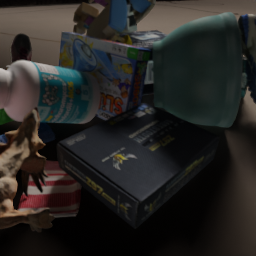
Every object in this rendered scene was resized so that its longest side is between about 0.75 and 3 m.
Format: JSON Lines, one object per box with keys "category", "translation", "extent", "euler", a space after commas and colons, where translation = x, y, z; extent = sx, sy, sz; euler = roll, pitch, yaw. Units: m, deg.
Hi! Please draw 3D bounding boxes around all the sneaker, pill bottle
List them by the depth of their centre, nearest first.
{"category": "pill bottle", "translation": [-1.917, -0.778, 6.431], "extent": [2.387, 1.323, 1.323], "euler": [0, 22, -44]}
{"category": "sneaker", "translation": [3.756, -1.839, 7.379], "extent": [1.213, 2.848, 1.097], "euler": [-8, -14, 11]}
{"category": "sneaker", "translation": [-2.860, -1.850, 7.813], "extent": [0.931, 1.611, 0.610], "euler": [10, 1, 44]}
{"category": "sneaker", "translation": [-0.603, -3.769, 9.261], "extent": [2.176, 1.217, 0.795], "euler": [14, 32, 40]}

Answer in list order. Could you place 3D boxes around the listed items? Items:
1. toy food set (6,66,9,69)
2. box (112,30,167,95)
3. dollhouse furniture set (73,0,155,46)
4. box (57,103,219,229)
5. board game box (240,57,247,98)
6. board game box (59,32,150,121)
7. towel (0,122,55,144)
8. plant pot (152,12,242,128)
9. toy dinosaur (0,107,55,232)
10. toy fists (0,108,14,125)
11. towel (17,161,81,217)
{"category": "toy food set", "translation": [-4.328, -2.610, 11.179], "extent": [0.514, 0.484, 1.076], "euler": [25, 38, 36]}
{"category": "box", "translation": [0.329, -2.278, 9.547], "extent": [2.582, 1.541, 2.625], "euler": [-10, 30, -17]}
{"category": "dollhouse furniture set", "translation": [-0.503, -3.109, 9.204], "extent": [1.841, 2.664, 2.822], "euler": [19, 60, -33]}
{"category": "box", "translation": [0.254, 0.465, 5.453], "extent": [2.012, 0.651, 2.551], "euler": [30, 41, 33]}
{"category": "board game box", "translation": [2.665, -1.519, 8.455], "extent": [1.907, 1.290, 0.269], "euler": [2, 41, 4]}
{"category": "board game box", "translation": [-0.825, -1.370, 7.500], "extent": [2.883, 1.951, 0.497], "euler": [24, 23, 36]}
{"category": "towel", "translation": [-2.345, 0.225, 6.399], "extent": [1.228, 0.298, 0.686], "euler": [-20, 36, -31]}
{"category": "plant pot", "translation": [1.487, -1.333, 6.834], "extent": [1.793, 2.676, 2.676], "euler": [-1, 29, 6]}
{"category": "toy dinosaur", "translation": [-2.177, 1.047, 3.931], "extent": [2.929, 1.257, 1.985], "euler": [-36, 14, -11]}
{"category": "toy fists", "translation": [-3.426, -0.592, 7.336], "extent": [0.963, 0.650, 1.890], "euler": [-30, 36, -24]}
{"category": "towel", "translation": [-1.367, 1.050, 5.101], "extent": [1.023, 0.162, 1.420], "euler": [-3, 30, -4]}
